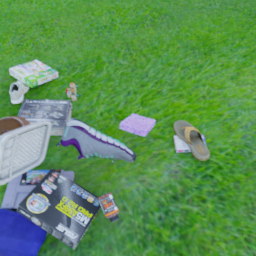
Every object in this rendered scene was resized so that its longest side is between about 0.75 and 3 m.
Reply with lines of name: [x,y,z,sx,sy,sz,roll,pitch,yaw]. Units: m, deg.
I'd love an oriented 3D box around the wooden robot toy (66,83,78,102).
wooden robot toy: [-2.856,-1.966,14.043,0.587,0.604,1.332,-6,50,-5]

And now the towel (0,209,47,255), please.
towel: [-3.796,4.022,8.989,1.982,0.665,2.684,5,48,9]

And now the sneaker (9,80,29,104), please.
sneaker: [-5.444,-2.044,13.953,0.676,0.822,1.786,-3,47,-1]

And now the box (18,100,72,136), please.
box: [-3.824,-0.499,12.828,2.256,0.545,1.786,1,50,0]

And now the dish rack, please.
dish rack: [-3.702,0.740,9.729,0.498,1.965,2.289,27,25,18]

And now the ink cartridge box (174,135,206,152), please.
ink cartridge box: [2.653,0.673,12.030,1.286,0.270,0.767,-3,50,0]

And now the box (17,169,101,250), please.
box: [-2.248,2.691,9.585,2.294,0.508,1.838,31,43,6]

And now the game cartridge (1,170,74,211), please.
game cartridge: [-3.335,2.328,10.540,2.443,0.469,1.584,-1,54,-1]

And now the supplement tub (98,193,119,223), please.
supplement tub: [-0.632,2.714,9.542,0.498,0.498,0.932,-22,80,-18]

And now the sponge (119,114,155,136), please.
sponge: [0.408,-0.142,11.093,1.030,0.275,1.846,18,17,11]

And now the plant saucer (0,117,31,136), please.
plant saucer: [-5.164,0.435,11.781,2.309,0.398,2.309,-4,62,7]

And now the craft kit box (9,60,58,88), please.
craft kit box: [-4.940,-2.874,14.711,1.767,0.429,1.745,30,44,23]

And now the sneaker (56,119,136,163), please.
sneaker: [-1.145,0.834,10.391,2.881,1.072,1.261,28,77,-6]

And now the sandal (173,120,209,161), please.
sandal: [2.704,0.402,11.718,0.868,0.584,2.162,-18,53,-15]
